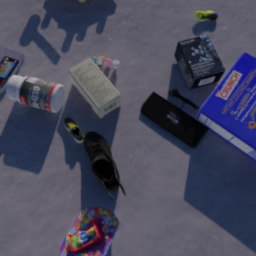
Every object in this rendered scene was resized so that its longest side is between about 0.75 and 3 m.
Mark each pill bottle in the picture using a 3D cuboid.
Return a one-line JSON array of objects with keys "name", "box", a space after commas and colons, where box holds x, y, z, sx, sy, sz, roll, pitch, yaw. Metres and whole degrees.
[{"name": "pill bottle", "box": [-2.879, -1.082, 8.738, 1.583, 0.902, 0.902, 14, 67, 6]}]

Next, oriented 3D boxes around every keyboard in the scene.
[{"name": "keyboard", "box": [1.555, -0.450, 8.844, 2.161, 0.223, 1.373, 36, 78, 14]}]

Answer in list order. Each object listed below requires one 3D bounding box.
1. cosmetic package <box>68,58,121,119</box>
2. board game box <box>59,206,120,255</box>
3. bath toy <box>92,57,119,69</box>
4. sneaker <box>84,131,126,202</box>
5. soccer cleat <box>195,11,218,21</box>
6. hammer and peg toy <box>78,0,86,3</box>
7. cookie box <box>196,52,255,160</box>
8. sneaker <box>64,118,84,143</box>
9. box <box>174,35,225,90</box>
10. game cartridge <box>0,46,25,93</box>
[{"name": "cosmetic package", "box": [-1.055, -1.264, 8.906, 0.885, 0.747, 1.713, -33, 71, -13]}, {"name": "board game box", "box": [-1.054, 2.662, 7.004, 1.334, 0.329, 1.688, 8, 52, 32]}, {"name": "bath toy", "box": [-0.745, -2.215, 9.553, 0.925, 0.342, 0.402, 11, 67, 6]}, {"name": "sneaker", "box": [-0.686, 0.930, 7.663, 0.703, 1.221, 2.342, -23, 68, -7]}, {"name": "soccer cleat", "box": [2.915, -4.228, 10.463, 0.877, 0.284, 0.367, 6, 59, -5]}, {"name": "hammer and peg toy", "box": [-1.943, -5.831, 10.780, 2.938, 1.036, 2.161, -34, 72, -14]}, {"name": "cookie box", "box": [3.826, -0.488, 8.197, 2.763, 1.038, 2.364, 38, 83, 14]}, {"name": "sneaker", "box": [-1.643, 0.004, 8.533, 0.356, 0.405, 0.956, -35, 71, -15]}, {"name": "box", "box": [2.313, -2.156, 9.224, 1.087, 0.784, 1.465, -17, 71, -6]}, {"name": "game cartridge", "box": [-4.460, -1.947, 9.455, 1.201, 0.356, 1.853, 18, 67, 12]}]
